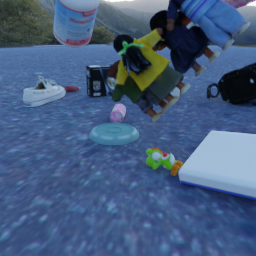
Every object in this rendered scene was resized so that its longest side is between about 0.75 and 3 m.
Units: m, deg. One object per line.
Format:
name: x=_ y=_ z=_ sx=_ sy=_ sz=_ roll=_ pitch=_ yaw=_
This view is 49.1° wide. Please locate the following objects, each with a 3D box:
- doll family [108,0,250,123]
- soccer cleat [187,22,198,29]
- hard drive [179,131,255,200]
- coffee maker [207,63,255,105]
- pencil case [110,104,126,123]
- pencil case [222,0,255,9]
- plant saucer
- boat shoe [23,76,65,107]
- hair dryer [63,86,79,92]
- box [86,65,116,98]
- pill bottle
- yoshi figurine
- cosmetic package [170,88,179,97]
doll family: x=0.654 y=-1.506 z=5.050 sx=1.719 sy=2.973 sz=1.167 roll=43 pitch=14 yaw=1
soccer cleat: x=2.393 y=-3.558 z=8.921 sx=0.877 sy=2.530 sz=0.981 roll=24 pitch=59 yaw=-4
hard drive: x=2.599 y=0.705 z=5.420 sx=2.695 sy=0.342 sz=1.778 roll=6 pitch=32 yaw=40
coffee maker: x=4.966 y=-1.994 z=12.021 sx=2.292 sy=1.607 sz=2.386 roll=15 pitch=24 yaw=36
pencil case: x=-0.335 y=-0.519 z=9.635 sx=0.468 sy=0.468 sz=1.070 roll=2 pitch=19 yaw=5
pencil case: x=2.580 y=-3.308 z=7.291 sx=0.662 sy=0.662 sz=1.515 roll=-14 pitch=3 yaw=-33
plant saucer: x=-0.411 y=0.127 z=8.265 sx=1.492 sy=0.204 sz=1.492 roll=0 pitch=19 yaw=0
boat shoe: x=-3.582 y=-1.706 z=11.987 sx=0.920 sy=1.062 sz=2.492 roll=9 pitch=22 yaw=22
hair dryer: x=-2.926 y=-1.978 z=13.868 sx=1.071 sy=0.291 sz=0.816 roll=9 pitch=21 yaw=20
box: x=-1.049 y=-2.194 z=12.917 sx=1.643 sy=1.345 sz=0.708 roll=-7 pitch=22 yaw=-21
pill bottle: x=-1.550 y=-3.594 z=8.391 sx=1.221 sy=2.246 sz=1.221 roll=8 pitch=60 yaw=-14
yoshi figurine: x=0.755 y=0.795 z=6.322 sx=0.855 sy=0.481 sz=0.479 roll=28 pitch=72 yaw=26
cosmetic package: x=1.407 y=-2.028 z=13.225 sx=1.173 sy=0.844 sz=2.080 roll=-7 pitch=20 yaw=-20
